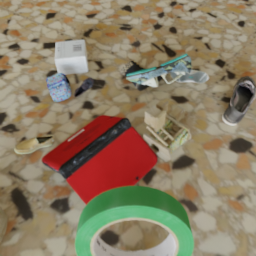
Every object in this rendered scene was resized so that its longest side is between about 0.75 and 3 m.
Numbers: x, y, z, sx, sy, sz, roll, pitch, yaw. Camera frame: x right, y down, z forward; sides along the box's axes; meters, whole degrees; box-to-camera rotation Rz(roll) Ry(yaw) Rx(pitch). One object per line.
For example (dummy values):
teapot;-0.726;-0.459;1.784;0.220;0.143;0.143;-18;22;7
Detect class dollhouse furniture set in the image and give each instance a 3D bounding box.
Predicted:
dollhouse furniture set;1.572;-0.238;9.128;1.119;1.780;2.013;34;58;25

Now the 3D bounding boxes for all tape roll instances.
tape roll;0.130;2.467;6.301;2.581;2.581;0.620;0;31;0

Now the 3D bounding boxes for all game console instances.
game console;-0.919;1.021;9.074;2.784;1.652;2.399;-38;29;-28

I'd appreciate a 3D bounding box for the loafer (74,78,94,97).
loafer;-1.715;-1.519;10.801;0.385;1.072;0.338;41;38;-19

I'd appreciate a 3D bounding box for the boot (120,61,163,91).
boot;0.687;-2.370;11.708;1.769;0.647;1.332;-36;59;-19

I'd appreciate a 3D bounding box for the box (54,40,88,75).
box;-2.435;-3.047;12.091;1.301;0.851;1.295;-7;49;-3

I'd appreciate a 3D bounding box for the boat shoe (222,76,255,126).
boat shoe;4.330;-1.174;10.488;0.884;0.753;2.643;31;59;8

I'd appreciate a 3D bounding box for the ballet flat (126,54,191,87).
ballet flat;1.199;-1.993;10.561;2.510;0.932;0.932;-17;49;11

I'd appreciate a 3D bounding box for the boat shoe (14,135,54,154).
boat shoe;-3.058;0.468;9.172;1.296;0.493;0.464;-21;71;-33

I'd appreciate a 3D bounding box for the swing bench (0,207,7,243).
swing bench;-4.155;1.882;7.031;2.168;2.156;1.407;28;51;22

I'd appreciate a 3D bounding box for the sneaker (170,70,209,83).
sneaker;2.545;-2.146;11.628;1.627;0.572;0.652;16;18;26

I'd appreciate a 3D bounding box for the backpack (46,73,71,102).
backpack;-2.698;-1.539;10.939;0.887;0.654;0.972;-18;58;1
